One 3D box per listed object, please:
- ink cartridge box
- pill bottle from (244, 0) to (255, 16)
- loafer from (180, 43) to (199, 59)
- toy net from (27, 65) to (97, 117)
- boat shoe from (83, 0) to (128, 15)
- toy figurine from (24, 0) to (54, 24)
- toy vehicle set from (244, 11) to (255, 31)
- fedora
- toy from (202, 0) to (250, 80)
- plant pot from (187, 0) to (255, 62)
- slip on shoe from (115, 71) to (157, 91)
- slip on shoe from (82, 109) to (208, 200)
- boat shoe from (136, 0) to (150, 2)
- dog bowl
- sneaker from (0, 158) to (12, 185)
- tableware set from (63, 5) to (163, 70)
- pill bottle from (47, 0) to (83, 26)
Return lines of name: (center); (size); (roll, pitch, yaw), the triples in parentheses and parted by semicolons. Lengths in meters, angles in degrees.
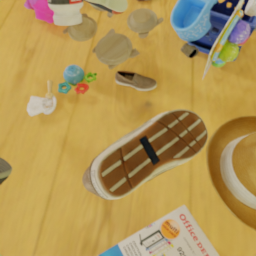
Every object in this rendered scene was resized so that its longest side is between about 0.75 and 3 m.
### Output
ink cartridge box: (0.639, 2.821, 5.676); (2.016, 1.458, 1.484); (-26, 63, -14)
pill bottle: (3.516, -2.693, 6.371); (1.470, 0.850, 0.850); (22, 62, 5)
loafer: (1.672, -1.998, 7.444); (0.311, 0.350, 0.921); (51, 30, 17)
toy net: (-2.026, -1.041, 8.605); (1.226, 0.451, 2.336); (33, 66, 15)
boat shoe: (-0.464, -1.983, 4.191); (0.945, 0.296, 0.337); (17, 98, -22)
toy figurine: (-2.985, -5.134, 10.332); (2.832, 2.126, 2.606); (8, 69, 15)
toy vehicle set: (5.022, -3.960, 10.425); (1.687, 0.224, 1.048); (30, 64, 16)
fedora: (2.790, 0.684, 5.143); (2.592, 1.057, 2.592); (4, 65, -9)
toy: (2.395, -1.985, 6.537); (0.595, 2.522, 1.452); (30, 89, 8)
plant pot: (3.121, -3.498, 9.233); (2.010, 1.807, 2.010); (22, 62, 13)
slip on shoe: (0.246, -1.540, 8.883); (1.353, 0.410, 0.515); (15, 61, 9)
slip on shoe: (0.341, 0.397, 4.591); (2.436, 0.738, 0.926); (-30, 93, -35)
boat shoe: (0.770, -5.240, 11.120); (0.954, 0.361, 0.342); (-29, 65, -14)
dog bowl: (1.779, -3.147, 6.957); (1.085, 0.482, 1.946); (45, 113, 37)
sneaker: (-3.267, 1.205, 4.694); (0.948, 1.346, 2.535); (33, 20, 26)
tableware set: (-0.470, -2.817, 7.592); (2.542, 0.295, 2.123); (39, 78, 19)
pill bottle: (-1.475, -3.177, 6.464); (0.831, 1.435, 0.831); (-2, 32, 1)
